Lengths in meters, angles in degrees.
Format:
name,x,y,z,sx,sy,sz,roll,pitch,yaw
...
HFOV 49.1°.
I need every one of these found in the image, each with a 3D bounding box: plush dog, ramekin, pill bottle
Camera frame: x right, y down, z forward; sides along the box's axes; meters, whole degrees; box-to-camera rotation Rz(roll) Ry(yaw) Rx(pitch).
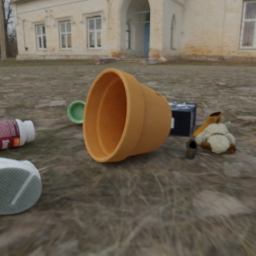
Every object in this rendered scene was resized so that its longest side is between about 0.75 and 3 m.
name,x,y,z,sx,sy,sz,roll,pitch,yaw
plush dog,2.396,0.300,7.469,1.072,0.860,0.921,2,39,6
ramekin,-1.727,-0.565,9.950,0.772,0.772,0.377,0,6,0
pill bottle,-3.313,0.174,7.681,1.336,0.754,0.754,-10,19,-33

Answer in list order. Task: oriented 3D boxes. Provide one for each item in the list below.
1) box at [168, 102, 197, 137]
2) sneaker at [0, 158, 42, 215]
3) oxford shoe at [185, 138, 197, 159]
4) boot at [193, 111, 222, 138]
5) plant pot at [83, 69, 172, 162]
name,x,y,z,sx,sy,sz,roll,pitch,yaw
box,1.409,-0.356,9.432,1.601,0.833,1.458,5,16,18
sneaker,-2.911,0.980,4.776,2.787,0.980,1.117,3,8,-15
oxford shoe,1.670,0.454,7.217,0.308,0.358,0.849,14,27,6
boot,2.395,-0.129,8.491,0.952,0.681,0.335,-28,55,-10
plant pot,0.031,-0.219,6.976,1.543,2.204,2.204,7,10,-32
